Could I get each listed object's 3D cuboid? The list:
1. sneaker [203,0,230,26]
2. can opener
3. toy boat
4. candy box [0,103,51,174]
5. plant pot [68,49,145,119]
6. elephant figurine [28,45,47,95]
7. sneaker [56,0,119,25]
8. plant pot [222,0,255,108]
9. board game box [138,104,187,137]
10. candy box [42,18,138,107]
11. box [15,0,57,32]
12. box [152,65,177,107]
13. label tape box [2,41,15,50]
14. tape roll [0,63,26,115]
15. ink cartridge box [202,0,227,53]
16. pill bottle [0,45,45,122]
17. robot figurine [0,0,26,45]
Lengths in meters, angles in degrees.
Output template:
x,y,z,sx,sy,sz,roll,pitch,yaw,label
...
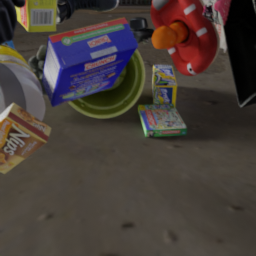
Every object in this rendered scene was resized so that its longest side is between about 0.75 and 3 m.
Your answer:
x,y,z,sx,sy,sz,roll,pitch,yaw,label
1.488,-1.988,4.777,0.417,0.451,1.118,11,18,11,sneaker
0.144,-3.325,9.713,0.679,0.843,2.143,-12,19,-29,can opener
1.263,-2.457,7.366,1.567,2.398,1.565,-34,6,-31,toy boat
-1.391,0.155,3.264,0.898,0.518,0.248,-33,35,27,candy box
-0.868,-1.894,9.534,2.649,2.649,2.435,-1,16,-3,plant pot
-2.562,-1.713,10.043,2.003,1.827,2.582,-43,41,9,elephant figurine
-1.350,-3.402,7.790,2.016,0.766,1.456,9,48,2,sneaker
3.228,-1.807,5.527,1.968,2.218,2.213,-8,-9,8,plant pot
0.979,-0.268,8.504,1.164,0.252,1.730,-2,29,-5,board game box
-0.756,-1.104,4.994,1.368,0.623,1.618,-23,-7,-25,candy box
-2.419,-3.091,6.198,0.658,0.988,2.625,-18,49,-35,box
1.293,-1.577,10.289,0.779,0.849,2.422,2,28,4,box
-3.511,-2.115,6.731,1.454,0.460,1.049,-9,59,-28,label tape box
-2.257,-0.293,4.032,1.505,1.505,0.497,8,7,14,tape roll
2.763,-3.571,9.001,0.922,1.591,2.732,2,34,19,ink cartridge box
-2.491,-0.803,5.645,1.306,1.306,2.285,-14,34,-24,pill bottle
-2.585,-2.068,4.765,1.712,1.068,1.286,46,22,30,robot figurine
